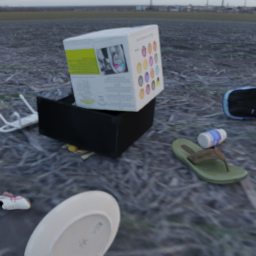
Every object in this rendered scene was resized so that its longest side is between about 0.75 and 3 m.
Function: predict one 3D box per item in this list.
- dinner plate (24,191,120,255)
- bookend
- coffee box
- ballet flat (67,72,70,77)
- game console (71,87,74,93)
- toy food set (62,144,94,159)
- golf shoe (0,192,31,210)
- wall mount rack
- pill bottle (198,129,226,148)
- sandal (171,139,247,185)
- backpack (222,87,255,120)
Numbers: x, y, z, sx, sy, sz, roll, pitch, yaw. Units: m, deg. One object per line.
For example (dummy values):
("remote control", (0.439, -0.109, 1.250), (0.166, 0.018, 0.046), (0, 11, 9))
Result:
("dinner plate", (-0.813, 1.911, 4.698), (1.816, 1.816, 0.220), (-21, 33, -35))
("bookend", (-0.957, -0.525, 9.685), (2.969, 1.376, 2.988), (16, 27, 23))
("coffee box", (-0.335, -1.851, 8.594), (2.134, 2.110, 2.130), (5, 26, 28))
("ballet flat", (-3.021, -3.065, 16.053), (0.580, 0.399, 1.721), (-14, 30, -26))
("game console", (-0.999, -2.398, 13.270), (2.994, 1.742, 2.633), (-13, 30, -25))
("toy food set", (-1.548, 0.594, 9.056), (1.115, 0.224, 0.770), (22, 34, 36))
("golf shoe", (-2.709, 1.805, 6.597), (0.926, 0.336, 0.427), (3, 30, 25))
("wall mount rack", (-4.004, -0.597, 10.491), (1.822, 0.782, 2.097), (14, 29, 37))
("pill bottle", (2.799, 0.332, 9.268), (0.899, 0.504, 0.504), (-15, 30, -27))
("sandal", (2.175, 0.827, 8.041), (1.010, 0.726, 2.543), (-18, 32, -31))
("backpack", (4.452, -0.952, 11.054), (1.380, 1.263, 1.014), (-2, 5, -1))
